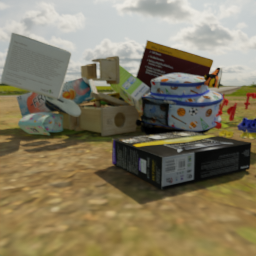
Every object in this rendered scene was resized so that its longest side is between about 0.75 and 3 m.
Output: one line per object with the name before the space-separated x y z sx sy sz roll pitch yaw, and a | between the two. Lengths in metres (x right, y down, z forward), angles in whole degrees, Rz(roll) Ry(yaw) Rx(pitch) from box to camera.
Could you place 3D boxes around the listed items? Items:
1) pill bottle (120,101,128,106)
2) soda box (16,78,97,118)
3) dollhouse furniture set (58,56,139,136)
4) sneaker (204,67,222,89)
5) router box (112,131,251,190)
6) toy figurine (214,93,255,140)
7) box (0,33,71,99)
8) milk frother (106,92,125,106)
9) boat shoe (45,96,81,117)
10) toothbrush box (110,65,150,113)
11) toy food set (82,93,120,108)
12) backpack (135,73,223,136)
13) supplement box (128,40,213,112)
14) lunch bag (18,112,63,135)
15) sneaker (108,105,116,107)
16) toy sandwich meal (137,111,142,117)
pill bottle | -0.209 -1.202 15.475 1.973 1.096 1.096 -1 9 -3
soda box | -2.745 -1.163 11.009 2.956 0.940 1.011 -16 3 6
dollhouse furniture set | -1.198 -1.234 10.523 1.642 2.612 2.954 -8 12 -42
sneaker | 2.485 -1.523 8.243 0.485 0.377 1.077 11 38 12
router box | 1.033 0.532 5.686 2.227 0.582 1.751 -5 10 -30
toy figurine | 3.419 -0.146 6.821 1.318 1.161 2.200 18 -11 -43
box | -2.723 -1.893 8.530 1.699 1.456 1.691 17 11 -16
milk frother | -0.549 -1.019 11.545 0.806 0.857 0.774 -15 55 -14
boat shoe | -2.283 -0.715 9.767 1.330 0.471 0.604 31 -36 -3
toothbrush box | 0.050 -1.460 10.425 1.603 0.690 1.167 39 -8 18
toy food set | -0.927 -0.919 10.429 1.381 0.451 0.812 -16 1 3
backpack | 1.848 -0.784 9.129 2.369 1.916 2.487 20 33 29
supplement box | 1.783 -1.842 11.703 2.720 2.758 1.831 20 15 12
lunch bag | -2.954 -0.146 9.514 1.028 0.736 1.207 4 9 20
sneaker | -1.359 -0.917 13.400 1.802 1.026 0.680 5 8 -17
toy sandwich meal | 0.497 -1.065 14.336 1.157 1.157 0.396 -6 -25 -35
